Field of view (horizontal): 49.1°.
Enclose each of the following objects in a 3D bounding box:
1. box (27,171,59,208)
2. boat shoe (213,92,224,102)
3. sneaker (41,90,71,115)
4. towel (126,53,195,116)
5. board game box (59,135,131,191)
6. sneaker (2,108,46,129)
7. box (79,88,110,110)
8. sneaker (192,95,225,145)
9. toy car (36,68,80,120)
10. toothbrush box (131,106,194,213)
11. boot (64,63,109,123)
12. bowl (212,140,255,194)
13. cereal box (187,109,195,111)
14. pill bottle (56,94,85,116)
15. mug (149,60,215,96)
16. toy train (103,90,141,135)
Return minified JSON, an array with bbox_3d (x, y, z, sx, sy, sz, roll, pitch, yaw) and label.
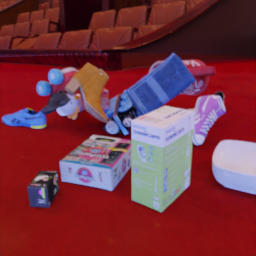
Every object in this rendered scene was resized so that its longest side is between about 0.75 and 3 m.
[{"bbox_3d":[-2.341,1.697,7.806,0.550,0.658,0.885,2,20,6],"label":"box"},{"bbox_3d":[4.982,-1.439,16.075,0.954,0.813,2.853,9,22,23],"label":"boat shoe"},{"bbox_3d":[-2.369,-0.814,8.893,0.444,0.531,1.169,-26,11,40],"label":"sneaker"},{"bbox_3d":[1.337,-1.743,11.710,2.698,1.507,0.655,-36,-15,11],"label":"towel"},{"bbox_3d":[-0.890,1.068,9.394,1.752,0.763,2.374,6,22,18],"label":"board game box"},{"bbox_3d":[-5.063,-0.573,13.572,2.460,0.965,0.811,6,23,19],"label":"sneaker"},{"bbox_3d":[-1.606,-1.484,13.152,0.917,0.878,1.839,-15,29,-20],"label":"box"},{"bbox_3d":[3.139,-0.327,10.935,0.751,2.073,1.182,21,-14,-40],"label":"sneaker"},{"bbox_3d":[-2.650,-1.423,12.686,1.852,2.094,1.930,-32,-10,33],"label":"toy car"},{"bbox_3d":[0.973,0.785,7.775,1.028,2.387,1.738,15,26,34],"label":"toothbrush box"},{"bbox_3d":[-1.291,-1.513,11.726,1.685,2.354,0.828,-49,7,-20],"label":"boot"},{"bbox_3d":[3.813,1.267,8.685,2.319,0.865,2.315,10,22,24],"label":"bowl"},{"bbox_3d":[3.756,-0.748,15.000,0.925,0.254,1.286,-5,21,-5],"label":"cereal box"},{"bbox_3d":[-3.094,-1.224,15.295,0.962,0.962,1.715,10,22,25],"label":"pill bottle"},{"bbox_3d":[2.619,-2.670,13.730,2.781,2.468,1.855,-8,63,-42],"label":"mug"},{"bbox_3d":[-0.280,-0.677,13.028,1.707,1.295,2.988,-29,23,16],"label":"toy train"}]
